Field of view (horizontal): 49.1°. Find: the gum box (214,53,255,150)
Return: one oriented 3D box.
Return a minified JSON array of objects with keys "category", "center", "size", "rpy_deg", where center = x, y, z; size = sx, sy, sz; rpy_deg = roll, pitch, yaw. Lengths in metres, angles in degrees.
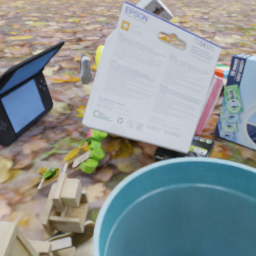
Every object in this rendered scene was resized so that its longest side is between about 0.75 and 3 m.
[{"category":"gum box","center":[3.992,-0.489,7.515],"size":[2.882,2.448,0.642],"rpy_deg":[22,32,33]}]

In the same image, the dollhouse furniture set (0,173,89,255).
[{"category":"dollhouse furniture set","center":[-1.649,1.326,3.958],"size":[1.476,2.656,2.349],"rpy_deg":[3,46,5]}]

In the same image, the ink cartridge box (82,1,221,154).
[{"category":"ink cartridge box","center":[0.610,-1.026,6.635],"size":[2.752,2.803,0.607],"rpy_deg":[16,2,-23]}]

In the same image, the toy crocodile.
[{"category":"toy crocodile","center":[-0.929,0.478,7.422],"size":[0.514,0.562,1.664],"rpy_deg":[22,47,-21]}]

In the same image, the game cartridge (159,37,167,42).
[{"category":"game cartridge","center":[1.067,-3.042,10.610],"size":[0.700,0.794,0.129],"rpy_deg":[11,12,12]}]

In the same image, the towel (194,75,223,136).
[{"category":"towel","center":[1.332,-0.898,7.830],"size":[2.447,1.791,0.366],"rpy_deg":[17,13,-17]}]

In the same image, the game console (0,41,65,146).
[{"category":"game console","center":[-2.783,-1.024,8.238],"size":[1.537,2.322,2.640],"rpy_deg":[2,32,24]}]

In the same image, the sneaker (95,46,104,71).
[{"category":"sneaker","center":[-0.333,-1.369,8.782],"size":[1.106,2.614,0.974],"rpy_deg":[-8,4,22]}]

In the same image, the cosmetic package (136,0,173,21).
[{"category":"cosmetic package","center":[0.783,-3.818,9.525],"size":[1.362,1.027,0.352],"rpy_deg":[14,48,-53]}]

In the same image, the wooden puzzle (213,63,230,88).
[{"category":"wooden puzzle","center":[4.211,-2.425,12.290],"size":[2.396,0.482,2.590],"rpy_deg":[-8,32,-28]}]

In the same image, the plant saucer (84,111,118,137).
[{"category":"plant saucer","center":[-0.788,-0.069,8.504],"size":[1.025,1.025,0.248],"rpy_deg":[24,79,35]}]

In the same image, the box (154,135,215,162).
[{"category":"box","center":[1.579,0.618,7.786],"size":[1.348,0.320,1.302],"rpy_deg":[16,33,25]}]

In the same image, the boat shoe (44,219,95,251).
[{"category":"boat shoe","center":[-1.173,2.115,5.340],"size":[1.170,0.428,0.379],"rpy_deg":[-19,11,-18]}]

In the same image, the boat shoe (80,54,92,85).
[{"category":"boat shoe","center":[-1.183,-1.639,7.856],"size":[0.338,0.937,0.332],"rpy_deg":[-6,49,-17]}]

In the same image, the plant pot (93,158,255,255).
[{"category":"plant pot","center":[0.936,2.078,3.450],"size":[2.550,2.396,2.550],"rpy_deg":[0,32,0]}]

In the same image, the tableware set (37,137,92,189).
[{"category":"tableware set","center":[-1.467,0.731,6.411],"size":[1.493,0.229,1.006],"rpy_deg":[-33,19,11]}]
